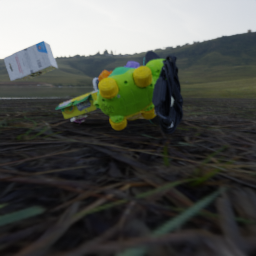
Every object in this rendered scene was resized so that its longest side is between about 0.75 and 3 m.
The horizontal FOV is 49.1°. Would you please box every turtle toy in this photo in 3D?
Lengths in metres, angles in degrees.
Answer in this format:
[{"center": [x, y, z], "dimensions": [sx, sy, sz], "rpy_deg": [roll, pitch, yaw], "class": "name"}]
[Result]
[{"center": [0.199, -1.230, 8.586], "dimensions": [2.717, 1.980, 1.373], "rpy_deg": [-20, 51, -5], "class": "turtle toy"}]

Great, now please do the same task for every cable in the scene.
[{"center": [1.231, -0.952, 7.761], "dimensions": [0.550, 2.167, 1.768], "rpy_deg": [-2, -21, 27], "class": "cable"}]

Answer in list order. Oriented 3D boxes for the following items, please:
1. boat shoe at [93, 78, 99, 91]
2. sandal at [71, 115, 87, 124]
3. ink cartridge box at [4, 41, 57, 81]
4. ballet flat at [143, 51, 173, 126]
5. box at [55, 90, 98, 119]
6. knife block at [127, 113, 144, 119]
[{"center": [-1.005, -1.530, 12.231], "dimensions": [0.503, 1.483, 0.532], "rpy_deg": [-5, 32, 38], "class": "boat shoe"}, {"center": [-1.857, -0.303, 10.755], "dimensions": [0.493, 0.297, 1.210], "rpy_deg": [-21, 6, -23], "class": "sandal"}, {"center": [-3.192, -2.141, 9.182], "dimensions": [1.498, 0.868, 0.500], "rpy_deg": [-18, -1, 10], "class": "ink cartridge box"}, {"center": [1.202, -1.565, 10.137], "dimensions": [1.076, 2.946, 1.076], "rpy_deg": [-2, -14, -1], "class": "ballet flat"}, {"center": [-1.320, -1.025, 10.453], "dimensions": [1.565, 0.645, 2.668], "rpy_deg": [-14, 9, 31], "class": "box"}, {"center": [0.832, -0.644, 12.803], "dimensions": [1.616, 1.841, 0.589], "rpy_deg": [44, 3, -7], "class": "knife block"}]
